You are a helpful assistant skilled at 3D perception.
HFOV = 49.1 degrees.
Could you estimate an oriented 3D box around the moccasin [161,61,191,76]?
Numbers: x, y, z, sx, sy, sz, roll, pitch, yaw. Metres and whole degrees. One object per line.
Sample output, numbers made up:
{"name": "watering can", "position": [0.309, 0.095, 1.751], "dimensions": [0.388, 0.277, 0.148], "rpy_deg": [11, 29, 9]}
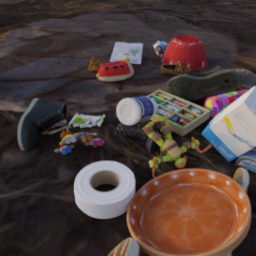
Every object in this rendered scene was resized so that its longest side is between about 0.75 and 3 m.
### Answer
{"name": "moccasin", "position": [2.259, -2.809, 13.222], "dimensions": [1.396, 0.539, 0.511], "rpy_deg": [10, 68, 7]}

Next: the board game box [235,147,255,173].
{"name": "board game box", "position": [4.134, 0.951, 7.778], "dimensions": [1.911, 0.589, 1.910], "rpy_deg": [22, 39, 29]}

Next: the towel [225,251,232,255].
{"name": "towel", "position": [1.453, 2.550, 5.679], "dimensions": [1.271, 0.313, 1.713], "rpy_deg": [12, 36, 19]}

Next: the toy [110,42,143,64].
{"name": "toy", "position": [-0.052, -3.759, 14.688], "dimensions": [1.509, 0.619, 2.621], "rpy_deg": [5, 35, 2]}

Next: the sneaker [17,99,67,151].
{"name": "sneaker", "position": [-2.721, -0.169, 9.019], "dimensions": [1.134, 0.798, 2.134], "rpy_deg": [3, 48, 3]}

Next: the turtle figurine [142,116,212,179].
{"name": "turtle figurine", "position": [1.264, 0.497, 8.111], "dimensions": [2.067, 0.666, 1.667], "rpy_deg": [-26, 75, -18]}

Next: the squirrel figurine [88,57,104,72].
{"name": "squirrel figurine", "position": [-1.531, -2.982, 13.735], "dimensions": [0.740, 0.561, 0.793], "rpy_deg": [22, 53, 13]}

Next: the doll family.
{"name": "doll family", "position": [-1.490, 0.317, 8.438], "dimensions": [1.520, 0.685, 0.944], "rpy_deg": [-12, 4, -18]}

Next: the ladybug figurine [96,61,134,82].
{"name": "ladybug figurine", "position": [-0.599, -2.671, 13.020], "dimensions": [1.875, 0.674, 1.272], "rpy_deg": [-20, 39, -27]}

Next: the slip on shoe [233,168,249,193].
{"name": "slip on shoe", "position": [2.568, 1.586, 6.849], "dimensions": [0.517, 0.648, 1.705], "rpy_deg": [17, 45, 13]}

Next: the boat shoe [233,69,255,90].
{"name": "boat shoe", "position": [5.033, -1.716, 11.518], "dimensions": [0.872, 0.827, 2.304], "rpy_deg": [-45, 52, -14]}

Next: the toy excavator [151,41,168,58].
{"name": "toy excavator", "position": [2.141, -4.353, 15.420], "dimensions": [1.307, 1.271, 0.653], "rpy_deg": [-33, 38, 2]}

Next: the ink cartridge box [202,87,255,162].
{"name": "ink cartridge box", "position": [3.274, -0.092, 8.040], "dimensions": [1.201, 1.660, 1.222], "rpy_deg": [48, 47, 5]}

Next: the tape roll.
{"name": "tape roll", "position": [-0.578, 1.509, 7.016], "dimensions": [1.516, 0.530, 1.516], "rpy_deg": [0, 35, 0]}

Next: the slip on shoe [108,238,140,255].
{"name": "slip on shoe", "position": [-0.234, 3.075, 4.538], "dimensions": [0.812, 1.019, 2.681], "rpy_deg": [43, 28, -8]}

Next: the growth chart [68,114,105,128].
{"name": "growth chart", "position": [-1.461, -0.251, 9.973], "dimensions": [1.171, 0.104, 0.847], "rpy_deg": [4, 35, 4]}

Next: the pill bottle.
{"name": "pill bottle", "position": [0.356, -0.580, 8.955], "dimensions": [0.824, 0.824, 1.484], "rpy_deg": [20, 19, 27]}

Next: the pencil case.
{"name": "pencil case", "position": [3.772, -0.915, 10.368], "dimensions": [1.861, 0.822, 0.822], "rpy_deg": [-14, 37, -19]}

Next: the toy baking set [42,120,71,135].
{"name": "toy baking set", "position": [-2.695, -0.087, 9.694], "dimensions": [1.299, 0.151, 0.997], "rpy_deg": [15, 37, 21]}

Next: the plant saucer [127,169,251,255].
{"name": "plant saucer", "position": [1.278, 1.840, 6.137], "dimensions": [2.618, 0.423, 2.618], "rpy_deg": [-13, 26, 6]}

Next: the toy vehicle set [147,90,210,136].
{"name": "toy vehicle set", "position": [1.524, -0.625, 10.213], "dimensions": [1.490, 0.318, 2.397], "rpy_deg": [-31, 43, -32]}

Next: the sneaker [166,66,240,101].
{"name": "sneaker", "position": [3.058, -1.806, 11.363], "dimensions": [2.833, 1.083, 1.623], "rpy_deg": [-8, 11, 25]}

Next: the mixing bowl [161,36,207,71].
{"name": "mixing bowl", "position": [2.950, -3.948, 14.371], "dimensions": [2.362, 1.279, 2.362], "rpy_deg": [0, 35, 0]}

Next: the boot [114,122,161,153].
{"name": "boot", "position": [0.274, 0.205, 8.989], "dimensions": [1.479, 0.588, 1.699], "rpy_deg": [5, 27, 13]}
